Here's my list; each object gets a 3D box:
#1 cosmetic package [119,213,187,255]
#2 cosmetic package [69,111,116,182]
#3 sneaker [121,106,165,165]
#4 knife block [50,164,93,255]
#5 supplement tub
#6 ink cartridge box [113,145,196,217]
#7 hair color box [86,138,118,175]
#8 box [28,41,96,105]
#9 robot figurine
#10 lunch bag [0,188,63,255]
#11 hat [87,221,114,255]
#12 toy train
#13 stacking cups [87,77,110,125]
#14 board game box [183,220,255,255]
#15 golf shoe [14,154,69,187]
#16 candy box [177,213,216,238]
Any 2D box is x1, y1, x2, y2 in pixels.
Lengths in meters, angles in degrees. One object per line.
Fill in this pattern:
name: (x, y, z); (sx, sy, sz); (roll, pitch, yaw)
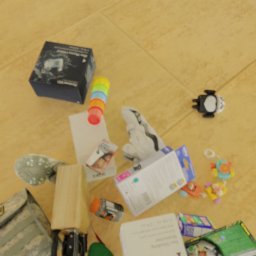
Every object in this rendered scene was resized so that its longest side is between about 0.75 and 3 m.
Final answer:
cosmetic package: (0.788, 4.129, 8.911); (1.779, 1.780, 2.158); (-9, 61, -10)
cosmetic package: (-1.434, 0.686, 11.282); (1.408, 1.110, 2.617); (-12, 64, -6)
sneaker: (0.182, 0.360, 11.491); (1.549, 1.012, 2.694); (-33, 68, -15)
knife block: (-1.958, 2.921, 9.232); (0.913, 2.506, 2.855); (-7, 103, 7)
supplement tub: (-0.768, 2.964, 10.149); (1.106, 0.678, 0.678); (27, 62, -25)
ink cartridge box: (1.036, 1.847, 10.314); (2.851, 1.701, 0.598); (-29, 28, -8)
hair color box: (-0.952, 1.044, 10.286); (0.660, 0.380, 1.190); (31, 65, 6)
box: (-2.899, -2.507, 12.729); (2.276, 1.359, 2.314); (11, 66, 5)
robot figurine: (3.508, -1.050, 12.279); (1.366, 1.027, 0.853); (1, 43, 1)
lunch bag: (-3.899, 3.612, 9.626); (2.194, 1.573, 2.676); (-39, 61, -13)
hat: (-0.999, 3.897, 9.410); (1.598, 1.324, 1.407); (-14, 74, 32)
toy train: (3.123, 1.901, 10.939); (1.759, 0.651, 2.342); (34, 70, 15)
stacking cups: (-1.269, -1.122, 11.316); (0.765, 0.765, 2.529); (4, 39, 2)
board game box: (2.845, 3.932, 8.845); (1.342, 2.562, 0.301); (57, 36, 8)
golf shoe: (-3.362, 1.422, 10.139); (1.344, 2.765, 1.082); (20, 82, 22)
candy box: (2.378, 3.452, 9.846); (1.171, 0.990, 0.451); (10, 96, -2)
